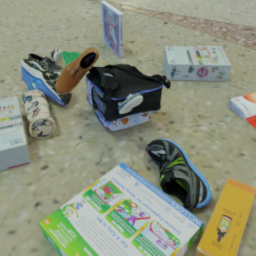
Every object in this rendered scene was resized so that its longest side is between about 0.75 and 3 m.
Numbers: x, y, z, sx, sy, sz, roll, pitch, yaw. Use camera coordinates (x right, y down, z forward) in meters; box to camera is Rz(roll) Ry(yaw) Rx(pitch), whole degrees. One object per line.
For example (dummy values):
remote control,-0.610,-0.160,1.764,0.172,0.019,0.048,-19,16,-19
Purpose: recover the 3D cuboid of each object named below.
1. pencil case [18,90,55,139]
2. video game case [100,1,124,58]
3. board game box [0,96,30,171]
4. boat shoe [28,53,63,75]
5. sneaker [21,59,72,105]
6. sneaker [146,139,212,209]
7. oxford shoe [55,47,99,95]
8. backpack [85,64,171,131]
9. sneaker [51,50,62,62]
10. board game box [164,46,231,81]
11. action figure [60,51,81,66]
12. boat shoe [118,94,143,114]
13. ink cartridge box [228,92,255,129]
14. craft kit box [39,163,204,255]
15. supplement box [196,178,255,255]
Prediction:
pencil case,-3.436,-0.533,10.558,1.006,0.875,2.250,-26,44,-9
video game case,-0.892,-5.443,15.414,0.294,2.334,2.561,-17,42,-19
board game box,-4.670,0.202,9.584,2.135,0.930,2.894,-13,43,-18
boat shoe,-4.079,-3.189,13.860,2.274,0.753,0.795,25,42,26
sneaker,-3.530,-1.778,11.974,2.847,1.269,1.118,39,34,21
sneaker,1.297,1.269,8.290,1.109,0.949,2.677,-14,44,-26
oxford shoe,-1.860,-2.007,9.941,0.756,2.121,0.756,39,11,-18
backpack,-0.300,-1.307,10.525,2.801,2.158,2.668,-12,41,-30
sneaker,-3.914,-3.869,14.972,0.481,0.475,1.211,6,28,0
board game box,3.305,-3.211,13.805,2.903,0.933,2.142,1,40,3
action figure,-2.848,-3.254,14.205,1.051,0.487,1.780,-7,47,-10
boat shoe,0.018,-0.776,8.250,0.452,1.241,0.383,-10,78,-27
ink cartridge box,5.112,-0.716,11.152,1.409,0.435,1.737,-15,39,-17
craft kit box,-0.164,2.535,7.007,2.911,0.715,2.947,-30,48,-35
supplement box,2.469,2.421,7.012,0.814,0.842,2.447,21,42,24
